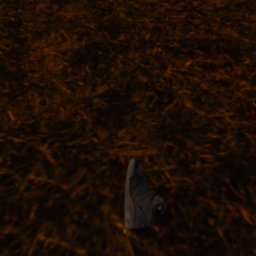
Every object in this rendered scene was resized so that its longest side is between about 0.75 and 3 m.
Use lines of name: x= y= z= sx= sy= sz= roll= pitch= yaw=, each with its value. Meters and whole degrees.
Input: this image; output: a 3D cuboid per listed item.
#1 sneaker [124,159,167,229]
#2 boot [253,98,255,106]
sneaker: x=0.512 y=2.027 z=8.817 sx=1.269 sy=0.847 sz=2.216 roll=0 pitch=53 yaw=-2
boot: x=5.803 y=-0.352 z=10.209 sx=2.110 sy=0.918 sz=2.537 roll=21 pitch=21 yaw=2
